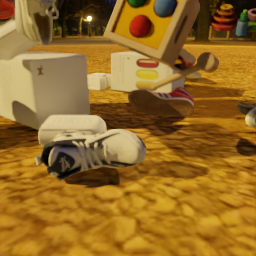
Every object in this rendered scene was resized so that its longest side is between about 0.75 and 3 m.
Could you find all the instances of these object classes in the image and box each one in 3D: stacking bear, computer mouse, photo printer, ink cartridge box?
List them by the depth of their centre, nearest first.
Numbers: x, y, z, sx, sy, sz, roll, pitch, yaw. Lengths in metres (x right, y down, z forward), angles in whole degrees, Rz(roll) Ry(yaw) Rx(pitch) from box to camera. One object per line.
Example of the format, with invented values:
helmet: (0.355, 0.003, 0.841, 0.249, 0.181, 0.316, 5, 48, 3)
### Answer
photo printer: (-1.280, 0.051, 6.823, 1.477, 0.513, 1.229, 0, 19, -2)
stacking bear: (-3.397, -3.950, 7.594, 1.066, 1.139, 1.875, -10, 51, 28)
computer mouse: (4.002, -0.514, 8.759, 1.313, 0.346, 0.909, 7, 18, -13)
ink cartridge box: (-1.357, -2.157, 12.901, 0.961, 0.560, 1.327, 9, 21, 22)

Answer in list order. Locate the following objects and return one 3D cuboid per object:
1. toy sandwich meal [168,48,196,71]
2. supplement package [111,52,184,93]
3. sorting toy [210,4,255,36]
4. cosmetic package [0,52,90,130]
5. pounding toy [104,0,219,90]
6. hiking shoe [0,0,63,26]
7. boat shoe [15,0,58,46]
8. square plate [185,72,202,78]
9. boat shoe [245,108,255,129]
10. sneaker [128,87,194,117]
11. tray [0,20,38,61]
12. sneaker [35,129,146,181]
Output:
toy sandwich meal: (1.468, -2.366, 8.852, 1.512, 0.518, 1.512, 28, 39, -25)
supplement package: (0.848, -2.347, 11.879, 2.797, 1.591, 1.532, 10, 21, 28)
sorting toy: (2.279, -2.244, 5.642, 1.171, 0.481, 0.703, 0, 47, 8)
cosmetic package: (-2.631, -1.257, 8.433, 2.264, 1.883, 1.895, 16, 25, 39)
pounding toy: (0.785, -1.935, 6.199, 2.484, 2.182, 1.136, 28, 11, 21)
hiking shoe: (-2.827, -3.254, 8.448, 2.697, 1.021, 1.358, -46, 46, -1)
boat shoe: (-0.797, -1.168, 2.539, 0.463, 1.086, 0.401, 35, 54, 7)
square plate: (2.558, -3.018, 14.760, 2.309, 0.331, 2.331, 18, 10, 21)
boat shoe: (4.079, -0.231, 7.435, 1.821, 0.635, 0.649, 0, 15, -10)
sneaker: (1.132, -0.943, 9.236, 2.113, 0.753, 1.189, 13, 27, 14)
tray: (-2.385, -1.816, 5.835, 1.216, 0.251, 2.264, -29, 14, 1)
sneaker: (-0.788, 0.533, 5.080, 2.018, 0.805, 1.313, 9, 23, 25)
